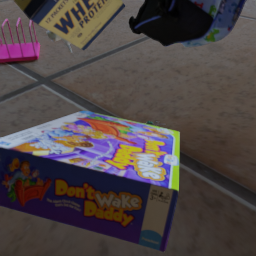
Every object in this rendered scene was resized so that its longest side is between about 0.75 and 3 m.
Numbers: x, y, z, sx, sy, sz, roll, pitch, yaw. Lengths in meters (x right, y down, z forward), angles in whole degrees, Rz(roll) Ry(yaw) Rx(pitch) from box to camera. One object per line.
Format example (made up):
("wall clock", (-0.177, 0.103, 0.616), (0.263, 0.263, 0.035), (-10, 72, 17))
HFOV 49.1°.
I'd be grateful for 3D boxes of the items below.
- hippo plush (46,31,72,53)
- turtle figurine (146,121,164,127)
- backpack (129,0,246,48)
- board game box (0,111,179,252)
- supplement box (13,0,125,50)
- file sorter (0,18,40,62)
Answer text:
("hippo plush", (-1.953, -2.745, 7.985), (0.737, 0.916, 0.730), (-11, 53, -39))
("turtle figurine", (0.403, 0.367, 6.424), (1.191, 0.600, 0.892), (-18, 82, -20))
("backpack", (1.716, -3.581, 7.167), (2.086, 2.838, 2.597), (22, 0, -21))
("board game box", (-0.240, 0.360, 3.559), (1.702, 0.567, 2.531), (13, 12, 8))
("supplement box", (-1.400, -2.820, 5.263), (1.955, 1.313, 1.957), (49, 14, 11))
("file sorter", (-4.547, -3.401, 10.665), (2.008, 1.259, 1.395), (-7, 38, -9))
